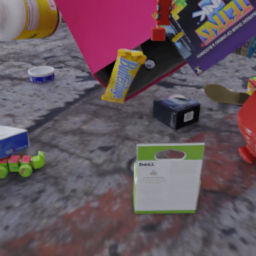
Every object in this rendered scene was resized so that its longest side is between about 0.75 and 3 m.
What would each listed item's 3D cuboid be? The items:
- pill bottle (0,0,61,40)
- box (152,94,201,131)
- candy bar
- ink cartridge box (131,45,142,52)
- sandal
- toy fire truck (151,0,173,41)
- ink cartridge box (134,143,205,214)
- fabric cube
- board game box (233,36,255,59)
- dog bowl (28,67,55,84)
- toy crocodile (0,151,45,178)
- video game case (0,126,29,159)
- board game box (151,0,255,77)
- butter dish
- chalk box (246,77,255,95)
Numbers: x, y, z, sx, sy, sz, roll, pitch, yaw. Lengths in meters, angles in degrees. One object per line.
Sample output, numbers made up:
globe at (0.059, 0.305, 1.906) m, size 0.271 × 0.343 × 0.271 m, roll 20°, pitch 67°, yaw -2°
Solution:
pill bottle at (-3.183, -3.235, 7.864) m, size 1.467 × 1.467 × 2.635 m, roll 11°, pitch 21°, yaw 19°
box at (1.582, -0.572, 9.295) m, size 1.128 × 0.695 × 1.119 m, roll -20°, pitch 34°, yaw -31°
candy bar at (-0.172, -1.164, 6.799) m, size 0.649 × 2.603 × 0.288 m, roll 11°, pitch 72°, yaw -9°
ink cartridge box at (0.033, -2.109, 8.564) m, size 0.595 × 1.026 × 0.348 m, roll -16°, pitch 72°, yaw -14°
sandal at (3.747, -1.209, 10.720) m, size 1.759 × 0.645 × 0.578 m, roll 15°, pitch 2°, yaw 12°
toy fire truck at (0.520, -1.812, 4.327) m, size 0.225 × 0.922 × 0.650 m, roll 0°, pitch 22°, yaw -3°
ink cartridge box at (0.772, 0.893, 5.683) m, size 1.294 × 1.751 × 0.663 m, roll -1°, pitch 30°, yaw -1°
fabric cube at (0.002, -2.977, 8.153) m, size 2.919 × 2.975 × 2.966 m, roll -32°, pitch 75°, yaw 7°
board game box at (3.305, -3.262, 9.074) m, size 2.100 × 1.549 × 0.675 m, roll 23°, pitch 73°, yaw 12°
dog bowl at (-3.924, -2.412, 12.719) m, size 1.122 × 0.442 × 1.122 m, roll 0°, pitch 30°, yaw 0°
toy crocodile at (-2.850, 0.893, 6.964) m, size 1.548 × 0.478 × 0.523 m, roll -3°, pitch 30°, yaw -5°
video game case at (-4.141, 0.481, 6.943) m, size 2.172 × 0.544 × 2.396 m, roll 9°, pitch 20°, yaw 31°
board game box at (1.638, -2.145, 5.244) m, size 1.875 × 1.550 × 0.532 m, roll -36°, pitch 4°, yaw 32°
butter dish at (3.586, 0.227, 7.055) m, size 2.345 × 1.734 × 2.339 m, roll 39°, pitch 21°, yaw -16°
chalk box at (5.079, -1.194, 10.140) m, size 0.920 × 0.914 × 1.474 m, roll -5°, pitch 30°, yaw -7°
